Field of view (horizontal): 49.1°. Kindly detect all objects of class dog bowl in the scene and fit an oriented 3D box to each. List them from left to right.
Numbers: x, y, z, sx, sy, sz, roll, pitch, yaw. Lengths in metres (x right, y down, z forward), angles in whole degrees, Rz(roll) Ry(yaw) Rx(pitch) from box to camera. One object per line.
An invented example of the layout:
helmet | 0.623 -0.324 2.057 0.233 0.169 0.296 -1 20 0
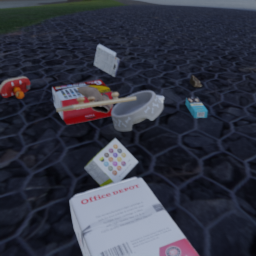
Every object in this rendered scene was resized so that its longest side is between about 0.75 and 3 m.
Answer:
dog bowl | 0.267 -0.692 10.441 2.020 0.592 2.020 -23 25 11

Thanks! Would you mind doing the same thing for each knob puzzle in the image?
knob puzzle | -1.092 -0.769 8.230 2.348 0.326 2.348 -9 5 1

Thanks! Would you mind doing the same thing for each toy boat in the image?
toy boat | -5.539 -1.859 13.932 1.506 0.983 0.984 -22 67 -33

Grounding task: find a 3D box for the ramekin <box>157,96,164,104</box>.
ramekin | 0.942 -1.064 12.287 1.240 0.605 1.240 0 14 0

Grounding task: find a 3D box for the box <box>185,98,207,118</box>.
box | 3.082 -0.925 12.706 0.579 0.346 1.408 -3 31 -5

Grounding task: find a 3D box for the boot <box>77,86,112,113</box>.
boot | -1.225 -1.006 10.150 1.343 0.472 0.982 13 37 -10

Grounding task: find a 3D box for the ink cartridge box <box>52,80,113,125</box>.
ink cartridge box | -1.943 -1.196 12.526 2.364 0.991 2.076 -14 34 -23

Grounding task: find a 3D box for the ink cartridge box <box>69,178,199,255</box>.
ink cartridge box | 0.018 2.505 6.158 1.953 1.103 2.666 -13 33 -21

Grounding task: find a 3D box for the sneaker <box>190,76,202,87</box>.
sneaker | 3.727 -2.521 15.471 0.431 0.401 1.140 14 34 -11

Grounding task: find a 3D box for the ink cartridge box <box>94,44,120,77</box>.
ink cartridge box | -0.887 -2.853 11.971 1.130 1.128 0.229 31 55 4

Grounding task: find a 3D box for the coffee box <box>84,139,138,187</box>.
coffee box | -0.513 1.070 8.060 0.958 0.969 0.967 47 59 1
